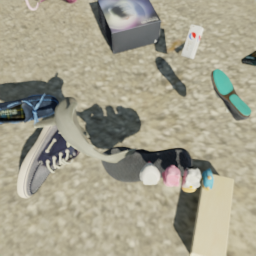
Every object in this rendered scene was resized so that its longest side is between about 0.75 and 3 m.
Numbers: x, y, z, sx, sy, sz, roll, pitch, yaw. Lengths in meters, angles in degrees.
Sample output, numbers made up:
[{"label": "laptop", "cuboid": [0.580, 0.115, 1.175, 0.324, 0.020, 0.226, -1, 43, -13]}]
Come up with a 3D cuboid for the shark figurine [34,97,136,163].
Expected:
[{"label": "shark figurine", "cuboid": [-1.272, -0.044, 7.518, 1.720, 1.201, 2.878, -16, 54, -47]}]

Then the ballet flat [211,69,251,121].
[{"label": "ballet flat", "cuboid": [3.044, -0.958, 8.641, 0.659, 0.659, 1.804, -27, 74, -14]}]

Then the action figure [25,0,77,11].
[{"label": "action figure", "cuboid": [-3.286, -6.684, 13.326, 2.961, 1.984, 2.205, 21, 65, 13]}]

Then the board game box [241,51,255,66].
[{"label": "board game box", "cuboid": [4.169, -2.094, 8.210, 0.968, 0.201, 1.431, -31, 25, -5]}]

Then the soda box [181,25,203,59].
[{"label": "soda box", "cuboid": [2.402, -3.197, 10.454, 0.395, 0.369, 1.159, 24, 106, 28]}]

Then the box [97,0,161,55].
[{"label": "box", "cuboid": [0.028, -4.832, 12.679, 2.265, 1.396, 2.246, -18, 65, -9]}]

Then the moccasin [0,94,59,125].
[{"label": "moccasin", "cuboid": [-3.344, -0.438, 8.987, 2.422, 0.975, 0.826, -18, 29, -26]}]

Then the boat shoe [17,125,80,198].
[{"label": "boat shoe", "cuboid": [-2.574, 1.068, 9.676, 1.388, 1.118, 2.994, 10, 62, 14]}]

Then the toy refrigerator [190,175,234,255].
[{"label": "toy refrigerator", "cuboid": [2.678, 2.843, 8.927, 0.960, 0.885, 2.529, 10, 62, 13]}]

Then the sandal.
[{"label": "sandal", "cuboid": [0.487, 1.037, 8.114, 2.733, 0.585, 1.039, 0, 100, 23]}]

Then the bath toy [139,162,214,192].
[{"label": "bath toy", "cuboid": [1.086, 1.122, 6.510, 1.668, 0.725, 0.616, 7, 28, -3]}]
